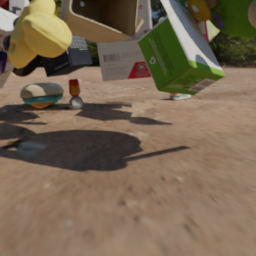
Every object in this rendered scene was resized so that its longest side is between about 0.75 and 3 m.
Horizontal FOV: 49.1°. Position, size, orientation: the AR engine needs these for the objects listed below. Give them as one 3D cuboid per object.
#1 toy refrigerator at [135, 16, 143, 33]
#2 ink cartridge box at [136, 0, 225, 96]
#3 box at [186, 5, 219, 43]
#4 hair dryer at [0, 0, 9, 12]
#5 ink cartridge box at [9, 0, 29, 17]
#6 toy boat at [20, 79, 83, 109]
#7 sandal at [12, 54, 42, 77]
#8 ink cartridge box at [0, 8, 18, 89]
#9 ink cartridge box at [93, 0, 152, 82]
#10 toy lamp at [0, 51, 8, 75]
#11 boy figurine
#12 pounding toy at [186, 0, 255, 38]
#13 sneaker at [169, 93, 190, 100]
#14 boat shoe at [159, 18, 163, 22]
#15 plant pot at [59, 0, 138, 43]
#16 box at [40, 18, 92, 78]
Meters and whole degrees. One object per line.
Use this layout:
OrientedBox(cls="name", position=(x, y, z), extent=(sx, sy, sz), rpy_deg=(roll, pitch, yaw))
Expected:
OrientedBox(cls="toy refrigerator", position=(-0.089, -3.099, 7.790), extent=(0.992, 0.377, 0.347), rpy_deg=(35, 12, 3))
OrientedBox(cls="ink cartridge box", position=(0.875, -1.801, 5.608), extent=(0.812, 2.145, 1.585), rpy_deg=(-33, -17, 34))
OrientedBox(cls="box", position=(2.241, -3.439, 9.109), extent=(1.390, 0.764, 1.581), rpy_deg=(11, 44, 38))
OrientedBox(cls="hair dryer", position=(-4.149, -3.472, 8.023), extent=(0.713, 2.625, 1.999), rpy_deg=(31, -7, -3))
OrientedBox(cls="ink cartridge box", position=(-3.382, -3.422, 8.704), extent=(0.478, 1.133, 0.820), rpy_deg=(4, 12, -13))
OrientedBox(cls="toy boat", position=(-2.953, -1.230, 11.001), extent=(2.466, 1.146, 2.073), rpy_deg=(-3, 9, 20))
OrientedBox(cls="sandal", position=(-3.138, -2.754, 9.929), extent=(2.543, 1.039, 0.694), rpy_deg=(-50, 32, -16))
OrientedBox(cls="ink cartridge box", position=(-3.646, -2.170, 7.299), extent=(1.244, 1.696, 1.238), rpy_deg=(11, 38, -47))
OrientedBox(cls="ink cartridge box", position=(-0.108, -3.355, 10.625), extent=(2.065, 2.844, 1.186), rpy_deg=(-3, 25, 7))
OrientedBox(cls="toy lamp", position=(-2.945, -2.104, 6.104), extent=(0.559, 1.919, 0.559), rpy_deg=(9, 31, -5))
OrientedBox(cls="boy figurine", position=(-1.790, -1.857, 5.421), extent=(0.802, 1.548, 2.489), rpy_deg=(28, -4, -34))
OrientedBox(cls="pounding toy", position=(1.863, -2.387, 5.810), extent=(1.327, 2.860, 2.208), rpy_deg=(-32, -30, 9))
OrientedBox(cls="sneaker", position=(2.506, -1.725, 13.272), extent=(1.480, 0.692, 0.521), rpy_deg=(-15, 20, -42))
OrientedBox(cls="boat shoe", position=(1.665, -3.840, 11.103), extent=(1.215, 0.437, 0.399), rpy_deg=(43, -6, 12))
OrientedBox(cls="plant pot", position=(-0.867, -3.006, 6.866), extent=(1.680, 1.678, 1.487), rpy_deg=(10, -9, -34))
OrientedBox(cls="box", position=(-2.104, -2.546, 9.029), extent=(1.488, 1.463, 0.923), rpy_deg=(-9, 7, 44))
